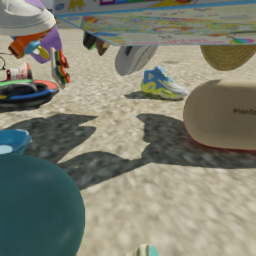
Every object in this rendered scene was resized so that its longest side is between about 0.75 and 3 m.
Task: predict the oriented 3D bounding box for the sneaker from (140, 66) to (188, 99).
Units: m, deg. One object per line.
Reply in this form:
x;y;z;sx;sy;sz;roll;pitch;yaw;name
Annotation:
1.320;-1.743;10.506;1.998;1.050;0.757;14;27;31;sneaker

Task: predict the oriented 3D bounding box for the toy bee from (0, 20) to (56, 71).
-1.672;-1.365;4.426;1.168;0.764;0.635;-23;9;-14;toy bee

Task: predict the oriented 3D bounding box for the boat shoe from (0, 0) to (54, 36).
-1.835;-1.705;3.915;1.598;0.548;0.575;14;49;11;boat shoe

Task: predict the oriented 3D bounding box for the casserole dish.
-3.213;0.466;6.196;2.107;0.409;1.276;-3;24;-5;casserole dish

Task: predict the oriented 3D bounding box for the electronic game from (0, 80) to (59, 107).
-3.881;-1.349;10.216;2.670;0.556;2.670;0;23;0;electronic game

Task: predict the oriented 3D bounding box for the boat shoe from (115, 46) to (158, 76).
0.402;-1.990;6.482;0.698;2.124;0.764;-19;66;-35;boat shoe

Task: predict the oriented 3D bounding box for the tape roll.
-2.763;-2.877;8.299;0.614;1.870;1.870;-38;39;-24;tape roll

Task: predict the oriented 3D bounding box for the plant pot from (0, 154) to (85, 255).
-1.358;1.124;3.080;1.839;1.839;1.476;13;14;28;plant pot

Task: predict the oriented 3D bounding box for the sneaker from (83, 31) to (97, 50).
-1.580;-4.157;9.743;1.238;2.955;1.134;-7;1;-31;sneaker

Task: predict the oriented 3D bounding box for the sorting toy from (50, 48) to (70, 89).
-1.670;-1.489;7.011;0.270;0.775;0.770;-9;-17;3;sorting toy

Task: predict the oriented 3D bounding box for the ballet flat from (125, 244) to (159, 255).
0.138;1.900;2.958;0.466;0.504;1.494;-26;16;11;ballet flat

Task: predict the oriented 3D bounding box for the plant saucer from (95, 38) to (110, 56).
-0.442;-2.987;8.029;0.286;1.939;1.939;29;24;-4;plant saucer

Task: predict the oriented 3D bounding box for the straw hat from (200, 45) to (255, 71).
2.224;-2.790;6.427;2.842;2.842;1.203;-15;35;-31;straw hat

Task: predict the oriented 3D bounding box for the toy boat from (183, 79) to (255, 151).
2.641;-0.270;6.943;2.525;1.648;1.651;4;-7;9;toy boat

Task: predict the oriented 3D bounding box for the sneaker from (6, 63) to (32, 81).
-5.163;-2.638;13.092;1.041;0.649;1.942;-8;27;-25;sneaker

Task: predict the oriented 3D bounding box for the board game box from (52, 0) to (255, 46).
0.470;-1.383;3.440;2.277;0.390;1.531;7;4;25;board game box
